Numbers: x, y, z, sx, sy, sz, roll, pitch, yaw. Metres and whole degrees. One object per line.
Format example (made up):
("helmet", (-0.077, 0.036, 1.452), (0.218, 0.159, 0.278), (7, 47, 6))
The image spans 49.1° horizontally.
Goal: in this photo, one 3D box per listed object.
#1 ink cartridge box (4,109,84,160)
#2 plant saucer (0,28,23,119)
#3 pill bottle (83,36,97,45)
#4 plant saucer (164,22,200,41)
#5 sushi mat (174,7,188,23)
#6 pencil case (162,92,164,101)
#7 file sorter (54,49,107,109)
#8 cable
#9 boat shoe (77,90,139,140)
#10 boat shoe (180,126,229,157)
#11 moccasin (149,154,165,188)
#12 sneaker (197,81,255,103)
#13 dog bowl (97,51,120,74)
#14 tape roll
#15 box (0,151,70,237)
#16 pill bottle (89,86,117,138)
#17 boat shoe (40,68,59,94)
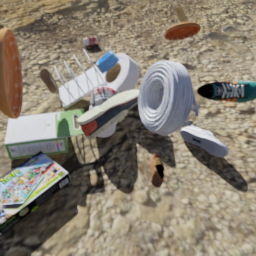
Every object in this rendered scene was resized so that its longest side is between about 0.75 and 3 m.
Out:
("ink cartridge box", (-2.879, 0.204, 10.122), (2.752, 0.816, 1.429), (-8, 42, -9))
("plant saucer", (-3.415, -1.483, 7.861), (0.468, 2.500, 2.500), (-3, 41, -11))
("pill bottle", (-2.209, -5.084, 16.375), (0.768, 0.439, 0.439), (-13, 43, -14))
("plant saucer", (1.906, -3.438, 9.935), (1.285, 0.207, 1.285), (-8, -3, 0))
("sushi mat", (2.246, -4.594, 11.626), (0.430, 0.054, 0.899), (-24, 90, -26))
("pencil case", (1.542, -1.435, 12.257), (0.481, 0.481, 1.089), (-12, 42, -13))
("file sorter", (-2.268, -2.142, 11.900), (2.082, 1.296, 1.445), (-31, 47, 0))
("cable", (0.825, -0.690, 6.634), (0.604, 1.746, 1.745), (5, 68, -27))
("boat shoe", (-0.426, -0.421, 7.979), (2.084, 0.652, 0.742), (-32, 26, -18))
("boat shoe", (2.795, 0.374, 10.040), (1.874, 0.690, 0.613), (31, 54, 29))
("moccasin", (0.689, 0.926, 6.447), (0.347, 0.367, 0.950), (34, 30, -14))
("sneaker", (2.996, -1.080, 8.521), (1.904, 0.680, 0.761), (3, 7, 44))
("dog bowl", (-0.532, -1.671, 7.056), (0.574, 0.255, 1.030), (-37, 20, 7))
("tape roll", (-0.442, -2.206, 12.094), (1.924, 0.673, 1.924), (-21, 57, 36))
("box", (-3.282, 1.929, 8.442), (1.490, 0.470, 2.707), (30, 50, 29))
("pill bottle", (-0.937, -0.634, 10.832), (1.147, 1.147, 1.980), (-1, 42, -1))
("boat shoe", (-2.952, -1.731, 10.542), (0.403, 0.363, 1.121), (-33, 80, 0))
